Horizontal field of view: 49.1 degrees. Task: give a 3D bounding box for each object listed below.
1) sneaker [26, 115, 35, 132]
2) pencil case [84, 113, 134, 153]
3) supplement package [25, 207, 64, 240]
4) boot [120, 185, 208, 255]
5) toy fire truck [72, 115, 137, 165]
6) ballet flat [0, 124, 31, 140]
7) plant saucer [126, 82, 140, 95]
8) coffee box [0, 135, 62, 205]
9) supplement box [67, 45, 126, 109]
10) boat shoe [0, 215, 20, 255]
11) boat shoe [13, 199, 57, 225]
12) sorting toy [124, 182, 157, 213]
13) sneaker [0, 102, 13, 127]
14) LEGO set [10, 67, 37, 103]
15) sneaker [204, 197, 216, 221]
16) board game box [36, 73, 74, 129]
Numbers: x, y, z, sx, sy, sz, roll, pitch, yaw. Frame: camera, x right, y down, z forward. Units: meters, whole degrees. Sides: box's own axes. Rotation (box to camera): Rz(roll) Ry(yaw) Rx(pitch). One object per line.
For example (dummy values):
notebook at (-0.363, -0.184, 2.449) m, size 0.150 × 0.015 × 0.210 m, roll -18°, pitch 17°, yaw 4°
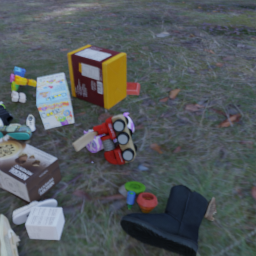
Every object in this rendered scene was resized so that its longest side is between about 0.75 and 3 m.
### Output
sneaker at (-4.327, -0.186, 12.405) m, size 0.372 × 0.375 × 1.036 m, roll -12°, pitch 41°, yaw -13°
pencil case at (-0.786, 0.198, 11.369) m, size 2.209 × 0.944 × 0.927 m, roll -26°, pitch 14°, yaw -35°
supplement package at (-2.367, 2.740, 8.058) m, size 0.861 × 0.653 × 0.648 m, roll 2°, pitch 35°, yaw 3°
boot at (1.107, 2.487, 8.198) m, size 2.260 × 0.863 × 1.899 m, roll 17°, pitch 42°, yaw 11°
toy fire truck at (-0.825, 0.587, 10.225) m, size 1.941 × 1.708 × 1.249 m, roll -15°, pitch 11°, yaw 13°
ballet flat at (-5.084, 0.162, 11.616) m, size 2.088 × 0.775 × 0.775 m, roll 2°, pitch 34°, yaw -12°
plant saucer at (0.046, -2.201, 15.390) m, size 1.177 × 0.216 × 1.179 m, roll 3°, pitch 36°, yaw 5°
coffee box at (-3.770, 1.380, 9.635) m, size 2.572 × 1.026 × 1.454 m, roll 20°, pitch 39°, yaw 26°
supplement box at (-1.517, -2.590, 14.041) m, size 2.414 × 2.381 × 1.603 m, roll 22°, pitch 40°, yaw 27°
boat shoe at (-3.303, 3.161, 7.581) m, size 0.618 × 0.686 × 1.903 m, roll 22°, pitch 15°, yaw -36°
boat shoe at (-2.880, 2.470, 8.619) m, size 1.337 × 0.474 × 0.467 m, roll -23°, pitch 38°, yaw -13°
sorting toy at (0.315, 2.274, 8.933) m, size 0.823 × 0.562 × 1.369 m, roll -4°, pitch 20°, yaw -32°
sneaker at (-5.673, -0.471, 12.747) m, size 0.807 × 0.699 × 1.949 m, roll 9°, pitch 33°, yaw -23°
LEGO set at (-5.548, -2.371, 14.935) m, size 1.089 × 1.012 × 2.654 m, roll 13°, pitch 30°, yaw -32°
sneaker at (2.612, 2.546, 8.732) m, size 0.313 × 0.292 × 0.830 m, roll 32°, pitch 47°, yaw 11°
board game box at (-3.417, -1.319, 13.085) m, size 1.367 × 1.343 × 2.607 m, roll -13°, pitch 37°, yaw -8°
